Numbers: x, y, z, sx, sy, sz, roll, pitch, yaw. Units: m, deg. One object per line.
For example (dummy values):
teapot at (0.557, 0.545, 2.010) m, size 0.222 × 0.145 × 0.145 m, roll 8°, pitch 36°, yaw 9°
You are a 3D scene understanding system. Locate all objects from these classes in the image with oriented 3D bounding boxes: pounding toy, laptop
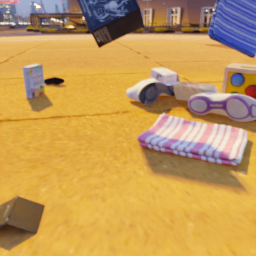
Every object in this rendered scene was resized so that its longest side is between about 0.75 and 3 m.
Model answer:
pounding toy at (4.717, -1.871, 10.165) m, size 2.253 × 2.565 × 1.173 m, roll 14°, pitch 27°, yaw 30°
laptop at (-2.034, 1.644, 5.030) m, size 0.806 × 0.467 × 0.755 m, roll -28°, pitch 22°, yaw 6°

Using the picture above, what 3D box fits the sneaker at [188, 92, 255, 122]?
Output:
sneaker at (3.502, -0.913, 10.000) m, size 2.517 × 0.942 × 1.254 m, roll 13°, pitch 26°, yaw 29°

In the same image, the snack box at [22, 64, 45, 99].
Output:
snack box at (-4.088, -2.043, 12.197) m, size 0.354 × 1.335 × 0.949 m, roll 9°, pitch 24°, yaw 18°

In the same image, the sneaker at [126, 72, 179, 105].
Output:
sneaker at (1.148, -1.811, 12.087) m, size 2.932 × 1.092 × 1.277 m, roll -20°, pitch 25°, yaw -41°

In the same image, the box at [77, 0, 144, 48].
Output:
box at (-0.671, -4.194, 9.839) m, size 1.825 × 2.004 × 1.043 m, roll -24°, pitch -20°, yaw 4°

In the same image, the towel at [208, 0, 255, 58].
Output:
towel at (2.909, -2.973, 7.252) m, size 1.485 × 2.051 × 0.245 m, roll 18°, pitch -9°, yaw -17°

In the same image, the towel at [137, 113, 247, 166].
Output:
towel at (1.873, 0.241, 7.926) m, size 2.733 × 0.409 × 2.000 m, roll 11°, pitch 25°, yaw 24°

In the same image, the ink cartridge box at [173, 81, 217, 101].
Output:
ink cartridge box at (2.640, -1.511, 11.041) m, size 1.683 × 1.461 × 0.366 m, roll 10°, pitch 68°, yaw 22°

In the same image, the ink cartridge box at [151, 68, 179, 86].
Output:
ink cartridge box at (1.333, -1.850, 10.026) m, size 0.585 × 0.336 × 0.999 m, roll -15°, pitch 34°, yaw -30°

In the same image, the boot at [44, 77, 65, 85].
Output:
boot at (-3.741, -2.484, 14.471) m, size 1.116 × 0.417 × 0.541 m, roll 2°, pitch 25°, yaw 10°
